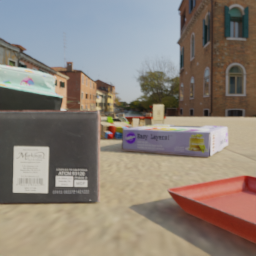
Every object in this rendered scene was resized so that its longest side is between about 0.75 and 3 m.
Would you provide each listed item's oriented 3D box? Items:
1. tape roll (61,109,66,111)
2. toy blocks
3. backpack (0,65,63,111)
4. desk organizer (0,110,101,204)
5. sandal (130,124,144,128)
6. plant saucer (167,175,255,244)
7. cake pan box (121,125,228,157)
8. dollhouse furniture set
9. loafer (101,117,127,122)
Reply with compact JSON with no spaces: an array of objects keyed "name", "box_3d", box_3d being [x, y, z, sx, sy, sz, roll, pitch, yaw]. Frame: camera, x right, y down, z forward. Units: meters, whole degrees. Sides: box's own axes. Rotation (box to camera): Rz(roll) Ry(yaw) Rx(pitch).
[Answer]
[{"name":"tape roll","box_3d":[-2.872,-0.241,11.098,1.029,1.029,0.706,3,4,38]},{"name":"toy blocks","box_3d":[-0.385,0.091,9.568,1.460,0.729,0.998,0,14,-32]},{"name":"backpack","box_3d":[-3.631,-0.733,8.915,2.618,2.283,2.978,3,-7,-29]},{"name":"desk organizer","box_3d":[-1.621,0.284,3.262,2.633,0.944,1.014,0,1,-2]},{"name":"sandal","box_3d":[0.551,0.096,9.242,1.368,0.373,0.559,4,33,-29]},{"name":"plant saucer","box_3d":[1.147,0.685,2.428,1.183,0.217,1.181,-1,3,-31]},{"name":"cake pan box","box_3d":[1.253,0.247,6.911,2.049,0.582,2.225,4,5,29]},{"name":"dollhouse furniture set","box_3d":[0.646,-0.451,13.017,2.350,1.211,2.325,-3,4,-37]},{"name":"loafer","box_3d":[-0.755,-0.043,11.702,1.878,0.706,0.654,-6,7,45]}]
